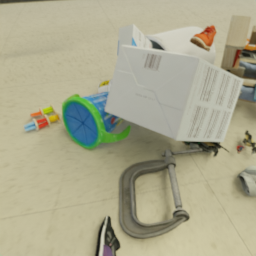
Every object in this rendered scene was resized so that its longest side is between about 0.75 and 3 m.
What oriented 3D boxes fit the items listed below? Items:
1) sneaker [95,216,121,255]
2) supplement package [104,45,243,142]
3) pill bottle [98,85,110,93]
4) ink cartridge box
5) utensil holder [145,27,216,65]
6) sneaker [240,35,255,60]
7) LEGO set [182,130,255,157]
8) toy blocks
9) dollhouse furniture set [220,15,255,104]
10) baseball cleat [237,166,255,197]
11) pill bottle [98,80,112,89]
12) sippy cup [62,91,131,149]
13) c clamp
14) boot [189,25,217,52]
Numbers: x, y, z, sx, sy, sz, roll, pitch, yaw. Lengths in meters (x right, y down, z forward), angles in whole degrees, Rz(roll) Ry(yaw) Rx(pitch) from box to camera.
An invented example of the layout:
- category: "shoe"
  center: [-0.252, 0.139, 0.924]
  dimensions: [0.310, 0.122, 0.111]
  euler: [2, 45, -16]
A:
- category: "sneaker"
  center: [-0.435, 2.636, 6.526]
  dimensions: [0.522, 0.451, 1.192]
  euler: [19, 36, -9]
- category: "supplement package"
  center: [1.340, -0.938, 8.077]
  dimensions: [2.614, 2.010, 2.734]
  euler: [24, 13, 40]
- category: "pill bottle"
  center: [0.109, -1.300, 10.570]
  dimensions: [2.281, 1.304, 1.304]
  euler: [-12, 36, 12]
- category: "ink cartridge box"
  center: [0.259, -2.784, 9.903]
  dimensions: [0.606, 1.448, 1.050]
  euler: [-4, 77, 30]
- category: "utensil holder"
  center: [1.921, -2.875, 11.908]
  dimensions: [2.960, 2.515, 2.515]
  euler: [-26, 44, -34]
- category: "sneaker"
  center: [5.306, -2.888, 11.134]
  dimensions: [2.608, 1.007, 1.021]
  euler: [22, 51, 9]
- category: "LEGO set"
  center: [2.839, 0.525, 9.111]
  dimensions: [2.542, 0.720, 1.651]
  euler: [18, 40, 8]
- category: "toy blocks"
  center: [-3.255, -0.354, 10.279]
  dimensions: [1.303, 0.473, 1.086]
  euler: [-22, 43, -26]
- category: "dollhouse furniture set"
  center: [4.337, -1.975, 9.872]
  dimensions: [2.112, 2.997, 2.100]
  euler: [12, 72, 16]
- category: "baseball cleat"
  center: [3.819, 1.725, 7.556]
  dimensions: [0.969, 0.635, 1.822]
  euler: [-28, 35, -23]
- category: "pill bottle"
  center: [-0.712, -1.698, 11.624]
  dimensions: [1.048, 0.599, 0.599]
  euler: [-2, 26, 47]
- category: "sippy cup"
  center: [-1.023, -0.414, 9.427]
  dimensions: [1.664, 1.783, 2.271]
  euler: [-32, 89, -43]
- category: "c clamp"
  center: [0.908, 1.590, 7.513]
  dimensions: [2.453, 0.389, 2.872]
  euler: [-7, 38, 11]
- category: "boot"
  center: [2.537, -3.050, 9.278]
  dimensions: [0.578, 0.826, 1.541]
  euler: [34, 22, 18]
